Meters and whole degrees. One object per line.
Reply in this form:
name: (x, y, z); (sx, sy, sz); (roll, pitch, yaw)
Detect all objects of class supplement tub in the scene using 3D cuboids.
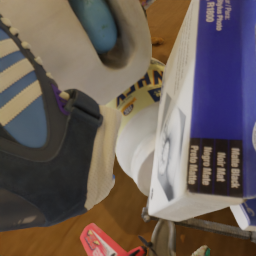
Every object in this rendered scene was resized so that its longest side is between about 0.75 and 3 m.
supplement tub: (0.534, -0.102, 5.934); (1.973, 1.973, 2.722); (-11, 40, -13)

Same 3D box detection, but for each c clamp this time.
c clamp: (1.383, 1.827, 4.584); (2.575, 0.349, 2.200); (12, 27, 12)

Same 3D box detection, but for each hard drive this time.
hard drive: (2.571, 1.336, 5.087); (1.820, 0.231, 1.201); (12, 36, -20)

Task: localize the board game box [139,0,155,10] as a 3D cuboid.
board game box: (0.093, -3.683, 7.486); (0.618, 1.857, 2.762); (42, 84, 8)

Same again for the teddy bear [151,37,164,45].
teddy bear: (1.019, -3.592, 11.446); (0.877, 0.293, 0.636); (1, 38, 0)

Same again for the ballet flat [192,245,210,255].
ballet flat: (0.948, 2.316, 4.276); (0.399, 0.472, 1.248); (9, 38, 22)

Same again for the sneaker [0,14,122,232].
sneaker: (-0.744, -0.244, 2.168); (1.424, 0.784, 1.945); (-1, 67, -47)

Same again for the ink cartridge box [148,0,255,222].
ink cartridge box: (0.792, -0.348, 3.185); (0.520, 2.560, 2.555); (10, 66, -3)

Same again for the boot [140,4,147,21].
boot: (0.034, -2.228, 5.399); (0.434, 1.087, 1.196); (-7, 14, -6)

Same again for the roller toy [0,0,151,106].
roller toy: (-1.008, -1.530, 4.460); (2.045, 2.927, 2.670); (-37, 77, -11)

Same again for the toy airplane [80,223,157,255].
toy airplane: (-0.359, 2.343, 4.012); (1.965, 0.361, 1.965); (-13, 38, 10)
